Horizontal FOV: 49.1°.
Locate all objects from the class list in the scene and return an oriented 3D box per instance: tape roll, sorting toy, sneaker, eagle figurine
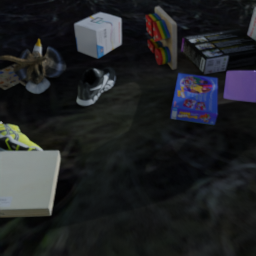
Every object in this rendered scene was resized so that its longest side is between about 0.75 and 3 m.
[{"bbox_3d":[4.522,-1.256,8.851,2.788,0.915,2.788,3,10,-1],"label":"tape roll"},{"bbox_3d":[1.349,-3.718,11.781,0.694,1.995,1.983,-15,44,-6],"label":"sorting toy"},{"bbox_3d":[-3.373,0.312,8.168,2.293,0.864,0.876,19,46,18],"label":"sneaker"},{"bbox_3d":[-1.119,-1.809,10.334,0.784,1.067,2.359,19,45,19],"label":"sneaker"},{"bbox_3d":[-3.558,-2.522,10.981,1.875,1.885,2.484,-50,13,2],"label":"eagle figurine"}]

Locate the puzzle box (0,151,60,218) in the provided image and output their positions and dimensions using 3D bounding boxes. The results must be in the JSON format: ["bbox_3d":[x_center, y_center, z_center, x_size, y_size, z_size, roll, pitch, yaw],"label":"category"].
[{"bbox_3d":[-3.041,1.275,6.628,2.631,0.334,1.750,0,42,-3],"label":"puzzle box"}]

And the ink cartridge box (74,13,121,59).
[{"bbox_3d":[-1.332,-4.276,12.866,1.306,1.312,1.789,26,47,26],"label":"ink cartridge box"}]

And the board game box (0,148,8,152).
[{"bbox_3d":[-3.100,1.320,7.253,1.728,0.555,1.275,18,43,18],"label":"board game box"}]

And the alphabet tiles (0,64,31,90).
[{"bbox_3d":[-4.447,-2.198,11.511,1.700,0.077,2.034,30,51,29],"label":"alphabet tiles"}]

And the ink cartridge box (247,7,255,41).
[{"bbox_3d":[6.467,-4.034,12.153,1.102,1.914,2.623,-9,43,-10],"label":"ink cartridge box"}]

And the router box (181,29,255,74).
[{"bbox_3d":[4.164,-3.414,12.316,2.968,0.758,2.214,-11,43,-12],"label":"router box"}]

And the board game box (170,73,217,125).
[{"bbox_3d":[2.378,-1.089,9.963,1.478,0.492,2.199,9,43,10],"label":"board game box"}]
